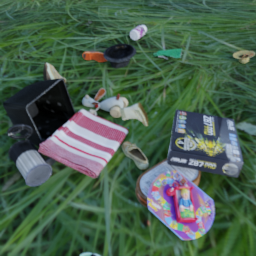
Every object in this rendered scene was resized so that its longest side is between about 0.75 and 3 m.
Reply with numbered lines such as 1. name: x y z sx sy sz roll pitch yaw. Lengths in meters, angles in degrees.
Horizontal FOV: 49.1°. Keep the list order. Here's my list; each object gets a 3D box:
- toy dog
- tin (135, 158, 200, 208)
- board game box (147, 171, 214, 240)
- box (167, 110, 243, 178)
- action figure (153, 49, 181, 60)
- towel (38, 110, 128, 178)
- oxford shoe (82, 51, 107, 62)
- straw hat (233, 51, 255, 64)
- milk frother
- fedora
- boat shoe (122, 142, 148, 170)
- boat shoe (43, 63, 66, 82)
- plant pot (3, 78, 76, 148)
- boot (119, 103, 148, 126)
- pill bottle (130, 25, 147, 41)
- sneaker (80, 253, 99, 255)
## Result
1. toy dog: -0.976 -1.111 11.641 1.947 0.938 1.284 -3 43 -3
2. tin: 1.312 1.690 8.992 2.349 0.492 1.315 -28 53 -27
3. board game box: 1.579 2.129 8.068 2.065 0.402 1.632 40 58 14
4. box: 2.623 0.429 9.793 2.257 0.688 2.800 12 33 8
5. action figure: 2.112 -3.976 15.149 1.504 0.411 0.889 4 44 15
6. towel: -1.408 0.385 9.837 2.122 0.335 2.947 24 35 9
7. oxford shoe: -1.670 -3.900 14.997 1.490 0.531 0.543 13 39 14
8. straw hat: 6.091 -3.651 14.742 1.077 0.456 1.077 -11 35 8
9. milk frother: -3.215 0.827 8.998 1.367 1.514 1.424 -48 55 -4
10. fedora: -0.407 -3.613 14.449 1.767 0.807 1.767 -2 45 2
11. boat shoe: 0.260 0.879 9.854 0.510 0.436 1.391 -27 49 -26
12. boat shoe: -3.362 -2.168 13.018 0.905 0.852 2.377 -5 49 -25
13. plant pot: -3.402 -0.623 10.508 1.761 1.985 1.980 11 43 26
14. boot: 0.209 -0.376 9.392 0.768 0.993 0.358 -14 45 19
15. pill bottle: 0.649 -5.791 16.943 0.637 0.637 1.135 23 48 23
16. sneaker: -0.206 3.904 5.588 1.105 1.772 3.004 -32 52 -31
